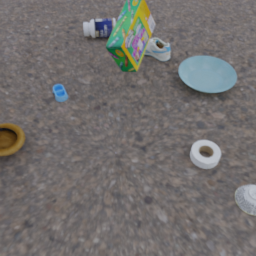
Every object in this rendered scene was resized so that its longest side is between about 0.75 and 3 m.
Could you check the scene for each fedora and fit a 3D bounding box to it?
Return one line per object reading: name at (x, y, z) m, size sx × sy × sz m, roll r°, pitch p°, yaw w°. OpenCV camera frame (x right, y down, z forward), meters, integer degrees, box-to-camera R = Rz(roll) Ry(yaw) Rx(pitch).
fedora at (-4.767, 0.569, 10.797) m, size 1.646 × 0.671 × 1.646 m, roll 2°, pitch 51°, yaw -3°

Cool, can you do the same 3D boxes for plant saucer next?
plant saucer at (3.748, -2.452, 13.437) m, size 2.730 × 0.526 × 2.730 m, roll 0°, pitch 51°, yaw 0°

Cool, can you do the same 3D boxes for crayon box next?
crayon box at (0.168, -3.843, 11.573) m, size 0.773 × 1.576 × 2.653 m, roll 9°, pitch 68°, yaw 31°

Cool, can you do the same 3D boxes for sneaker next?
sneaker at (1.202, -4.335, 14.765) m, size 2.276 × 0.919 × 0.871 m, roll 23°, pitch 55°, yaw 20°

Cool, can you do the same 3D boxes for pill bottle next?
pill bottle at (-1.594, -5.594, 15.763) m, size 1.795 × 0.997 × 0.997 m, roll -5°, pitch 50°, yaw -4°

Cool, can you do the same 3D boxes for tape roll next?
tape roll at (2.918, 1.003, 10.615) m, size 1.100 × 0.385 × 1.100 m, roll 0°, pitch 50°, yaw 0°

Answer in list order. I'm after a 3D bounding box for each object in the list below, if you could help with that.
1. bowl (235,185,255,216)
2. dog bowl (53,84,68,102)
bowl at (4.229, 2.313, 9.430) m, size 1.108 × 0.520 × 1.108 m, roll 0°, pitch 49°, yaw 0°
dog bowl at (-3.154, -1.636, 12.927) m, size 0.569 × 0.253 × 1.021 m, roll -20°, pitch 52°, yaw -15°
